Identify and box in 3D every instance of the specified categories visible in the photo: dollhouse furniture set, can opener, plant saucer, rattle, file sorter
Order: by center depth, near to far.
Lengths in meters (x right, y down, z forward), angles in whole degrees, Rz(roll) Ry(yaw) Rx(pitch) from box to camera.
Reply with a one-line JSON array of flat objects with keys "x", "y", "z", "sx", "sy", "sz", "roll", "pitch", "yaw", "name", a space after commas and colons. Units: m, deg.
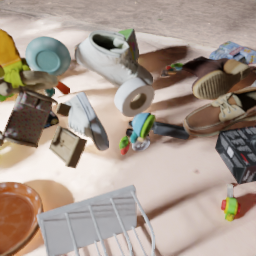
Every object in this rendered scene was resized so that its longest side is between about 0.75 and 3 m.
[{"x": -0.513, "y": 2.064, "z": 4.991, "sx": 1.797, "sy": 1.247, "sz": 1.119, "roll": -14, "pitch": 39, "yaw": -17, "name": "file sorter"}, {"x": -2.788, "y": 1.961, "z": 5.920, "sx": 1.946, "sy": 0.314, "sz": 1.946, "roll": 0, "pitch": 37, "yaw": 0, "name": "plant saucer"}, {"x": -2.217, "y": -0.135, "z": 6.304, "sx": 2.571, "sy": 1.332, "sz": 1.138, "roll": 22, "pitch": 3, "yaw": -41, "name": "dollhouse furniture set"}, {"x": 0.846, "y": 0.144, "z": 8.199, "sx": 1.805, "sy": 0.604, "sz": 0.481, "roll": 11, "pitch": 22, "yaw": -5, "name": "can opener"}, {"x": -3.033, "y": -1.891, "z": 8.911, "sx": 2.466, "sy": 1.606, "sz": 1.762, "roll": -15, "pitch": 75, "yaw": -53, "name": "rattle"}, {"x": -2.645, "y": -2.259, "z": 9.230, "sx": 1.471, "sy": 1.471, "sz": 0.283, "roll": -4, "pitch": 42, "yaw": -5, "name": "plant saucer"}]

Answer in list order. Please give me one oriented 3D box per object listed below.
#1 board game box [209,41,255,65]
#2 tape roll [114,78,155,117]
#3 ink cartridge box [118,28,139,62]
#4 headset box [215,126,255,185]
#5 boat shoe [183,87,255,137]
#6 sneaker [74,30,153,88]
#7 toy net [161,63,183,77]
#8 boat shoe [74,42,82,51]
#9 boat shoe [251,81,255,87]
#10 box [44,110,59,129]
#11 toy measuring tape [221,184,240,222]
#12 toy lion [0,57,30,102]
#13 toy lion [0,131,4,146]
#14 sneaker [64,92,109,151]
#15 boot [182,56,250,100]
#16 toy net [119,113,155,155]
[{"x": 4.745, "y": -3.195, "z": 12.371, "sx": 1.667, "sy": 0.514, "sz": 1.668, "roll": 30, "pitch": 47, "yaw": 34, "name": "board game box"}, {"x": 0.213, "y": -0.950, "z": 8.847, "sx": 1.267, "sy": 1.267, "sz": 0.443, "roll": -22, "pitch": 52, "yaw": -25, "name": "tape roll"}, {"x": -0.171, "y": -3.047, "z": 11.495, "sx": 0.709, "sy": 1.241, "sz": 2.390, "roll": -4, "pitch": 36, "yaw": 18, "name": "ink cartridge box"}, {"x": 3.442, "y": 0.609, "z": 7.301, "sx": 1.812, "sy": 0.700, "sz": 1.348, "roll": -8, "pitch": 41, "yaw": -11, "name": "headset box"}, {"x": 2.816, "y": -0.562, "z": 7.904, "sx": 2.665, "sy": 0.957, "sz": 1.009, "roll": -21, "pitch": 61, "yaw": -6, "name": "boat shoe"}, {"x": -0.173, "y": -2.142, "z": 9.330, "sx": 2.990, "sy": 1.728, "sz": 1.101, "roll": 19, "pitch": 75, "yaw": -22, "name": "sneaker"}, {"x": 1.727, "y": -2.452, "z": 11.650, "sx": 1.206, "sy": 0.233, "sz": 0.633, "roll": -30, "pitch": 47, "yaw": -32, "name": "toy net"}, {"x": -1.637, "y": -2.840, "z": 10.903, "sx": 0.617, "sy": 1.630, "sz": 0.585, "roll": -29, "pitch": 84, "yaw": 4, "name": "boat shoe"}, {"x": 5.175, "y": -1.520, "z": 10.033, "sx": 0.833, "sy": 0.878, "sz": 2.319, "roll": 34, "pitch": 58, "yaw": 31, "name": "boat shoe"}, {"x": -2.885, "y": -0.364, "z": 8.920, "sx": 0.949, "sy": 0.275, "sz": 1.194, "roll": -22, "pitch": 42, "yaw": -27, "name": "box"}, {"x": 2.322, "y": 1.596, "z": 6.321, "sx": 0.418, "sy": 0.418, "sz": 1.136, "roll": 11, "pitch": 39, "yaw": 14, "name": "toy measuring tape"}, {"x": -4.877, "y": -2.056, "z": 9.885, "sx": 2.451, "sy": 0.841, "sz": 2.349, "roll": 39, "pitch": 46, "yaw": 2, "name": "toy lion"}, {"x": -4.437, "y": -0.215, "z": 7.043, "sx": 0.805, "sy": 2.247, "sz": 2.345, "roll": -12, "pitch": 16, "yaw": 47, "name": "toy lion"}, {"x": -1.260, "y": -0.099, "z": 8.253, "sx": 0.847, "sy": 0.874, "sz": 2.392, "roll": -30, "pitch": 46, "yaw": -2, "name": "sneaker"}, {"x": 2.889, "y": -2.008, "z": 10.759, "sx": 2.831, "sy": 1.024, "sz": 2.355, "roll": -24, "pitch": 32, "yaw": -26, "name": "boot"}, {"x": 0.278, "y": 0.292, "z": 6.633, "sx": 0.382, "sy": 1.979, "sz": 1.038, "roll": 25, "pitch": 80, "yaw": 14, "name": "toy net"}]
